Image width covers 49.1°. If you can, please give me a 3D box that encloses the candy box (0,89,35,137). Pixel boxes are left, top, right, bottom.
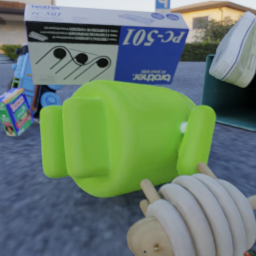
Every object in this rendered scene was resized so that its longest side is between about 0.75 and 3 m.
[{"bbox_3d":[-3.005,-0.420,7.454,0.397,1.032,0.872,-1,32,17],"label":"candy box"}]

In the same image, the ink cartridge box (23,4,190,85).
[{"bbox_3d":[-0.337,-1.240,4.392,2.327,1.094,0.514,-2,49,-13],"label":"ink cartridge box"}]

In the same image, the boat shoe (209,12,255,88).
[{"bbox_3d":[1.996,-1.387,5.012,0.625,0.726,2.015,35,54,-2],"label":"boat shoe"}]

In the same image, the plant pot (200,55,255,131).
[{"bbox_3d":[4.256,-1.216,9.364,2.959,2.092,2.090,-4,15,-37],"label":"plant pot"}]

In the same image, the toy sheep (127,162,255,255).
[{"bbox_3d":[0.784,1.011,3.101,1.678,1.157,1.157,-17,20,-15],"label":"toy sheep"}]

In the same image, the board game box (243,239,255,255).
[{"bbox_3d":[2.163,1.603,2.617,1.145,0.256,2.186,-5,17,-22],"label":"board game box"}]

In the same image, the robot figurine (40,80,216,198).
[{"bbox_3d":[0.114,0.139,4.577,2.920,1.689,2.562,-2,-7,-44],"label":"robot figurine"}]

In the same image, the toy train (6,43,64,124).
[{"bbox_3d":[-2.938,-1.513,8.955,1.585,2.775,1.203,16,-22,-30],"label":"toy train"}]
